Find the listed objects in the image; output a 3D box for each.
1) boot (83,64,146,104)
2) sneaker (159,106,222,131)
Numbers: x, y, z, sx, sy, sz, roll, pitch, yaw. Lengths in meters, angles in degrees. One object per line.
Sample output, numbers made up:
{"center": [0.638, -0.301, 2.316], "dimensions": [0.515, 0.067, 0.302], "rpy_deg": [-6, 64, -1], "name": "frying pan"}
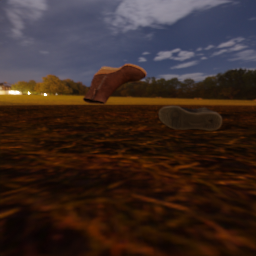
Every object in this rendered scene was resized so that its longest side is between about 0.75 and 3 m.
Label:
{"center": [-0.597, -1.849, 12.559], "dimensions": [2.537, 2.110, 0.918], "rpy_deg": [7, -32, 27], "name": "boot"}
{"center": [2.276, -0.358, 10.310], "dimensions": [2.216, 0.847, 1.269], "rpy_deg": [5, 6, 16], "name": "sneaker"}
